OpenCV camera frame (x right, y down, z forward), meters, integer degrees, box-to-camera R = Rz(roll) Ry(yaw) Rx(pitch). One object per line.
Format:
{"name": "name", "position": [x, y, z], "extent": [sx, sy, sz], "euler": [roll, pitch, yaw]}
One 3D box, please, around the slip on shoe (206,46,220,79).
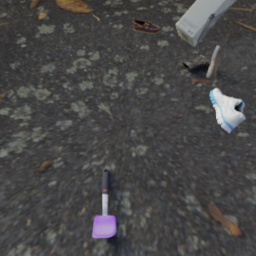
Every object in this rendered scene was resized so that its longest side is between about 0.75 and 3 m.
{"name": "slip on shoe", "position": [3.214, -2.388, 10.297], "extent": [0.366, 1.208, 0.459], "euler": [17, 19, 13]}

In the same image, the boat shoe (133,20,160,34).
{"name": "boat shoe", "position": [0.635, -3.623, 10.003], "extent": [1.081, 0.380, 0.380], "euler": [17, 47, 25]}

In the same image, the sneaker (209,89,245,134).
{"name": "sneaker", "position": [2.594, -0.557, 7.188], "extent": [0.695, 0.601, 1.603], "euler": [-36, 33, 27]}

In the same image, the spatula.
{"name": "spatula", "position": [-0.709, 2.252, 8.690], "extent": [0.666, 0.242, 2.355], "euler": [0, 50, -2]}

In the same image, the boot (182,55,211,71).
{"name": "boot", "position": [3.210, -2.833, 12.793], "extent": [1.092, 0.434, 1.255], "euler": [-26, 45, -19]}

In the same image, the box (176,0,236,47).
{"name": "box", "position": [2.935, -4.309, 10.259], "extent": [0.859, 1.033, 2.514], "euler": [45, 100, 15]}
